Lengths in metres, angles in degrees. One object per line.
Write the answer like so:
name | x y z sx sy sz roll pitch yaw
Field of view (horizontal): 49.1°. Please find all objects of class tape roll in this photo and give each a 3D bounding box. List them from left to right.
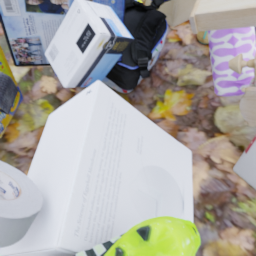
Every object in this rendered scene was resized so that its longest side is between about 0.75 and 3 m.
tape roll | -1.625 0.784 3.219 1.223 1.223 0.404 34 96 22

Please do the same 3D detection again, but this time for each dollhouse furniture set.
dollhouse furniture set | 2.008 -1.268 4.972 1.192 2.442 2.082 6 56 30

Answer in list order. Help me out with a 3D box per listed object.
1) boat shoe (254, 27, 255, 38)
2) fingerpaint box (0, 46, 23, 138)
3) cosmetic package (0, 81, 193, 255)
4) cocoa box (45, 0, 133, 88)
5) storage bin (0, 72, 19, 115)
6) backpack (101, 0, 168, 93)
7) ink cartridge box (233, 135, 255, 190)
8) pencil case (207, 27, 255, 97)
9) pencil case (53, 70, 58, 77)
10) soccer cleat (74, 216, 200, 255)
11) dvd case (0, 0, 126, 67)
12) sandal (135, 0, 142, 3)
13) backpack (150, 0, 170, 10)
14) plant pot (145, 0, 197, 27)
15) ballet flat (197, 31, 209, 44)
boat shoe | 4.732 -3.251 9.826 0.881 0.810 2.466 -10 55 -7
fingerpaint box | -3.952 -0.577 7.023 1.003 2.281 2.734 9 55 7
cosmetic package | -0.292 1.219 5.211 1.732 2.818 2.809 -25 42 37
cocoa box | -0.794 -1.608 5.573 0.942 1.435 0.957 -13 65 -49
storage bin | -2.700 -0.734 5.386 0.863 1.276 0.598 19 81 -11
backpack | -0.139 -2.609 8.539 2.831 2.181 2.697 35 66 6
ink cartridge box | 4.064 0.132 6.650 2.781 2.041 1.153 -35 61 -22
pencil case | 2.301 -1.939 6.016 1.131 2.645 1.110 -9 13 13
pencil case | -1.846 -1.699 7.267 0.357 0.398 0.915 -9 54 -31
soccer cleat | -0.259 1.622 3.003 2.328 0.943 0.786 -33 63 21
dvd case | -1.377 -2.161 6.141 2.595 1.851 0.228 -4 52 -8
sandal | 0.148 -4.755 10.997 0.795 0.726 1.826 -15 54 -5
backpack | 1.363 -4.378 6.491 2.531 1.860 2.316 -20 66 -15
plant pot | 1.886 -5.323 10.843 1.781 1.579 1.783 -31 60 -20
ballet flat | 3.154 -4.115 10.475 0.833 0.765 2.428 14 55 10
